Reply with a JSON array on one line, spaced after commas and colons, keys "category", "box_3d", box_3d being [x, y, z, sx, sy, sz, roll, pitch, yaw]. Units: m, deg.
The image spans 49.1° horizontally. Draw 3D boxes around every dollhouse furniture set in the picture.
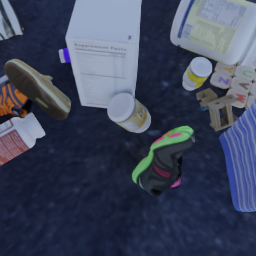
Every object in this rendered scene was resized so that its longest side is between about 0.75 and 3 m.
[{"category": "dollhouse furniture set", "box_3d": [2.515, -0.585, 7.845, 0.738, 0.742, 1.053, -21, 32, 0]}]

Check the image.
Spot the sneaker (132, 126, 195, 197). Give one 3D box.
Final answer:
[{"category": "sneaker", "box_3d": [0.924, 0.811, 6.310, 0.940, 2.450, 1.027, -31, 71, -32]}]

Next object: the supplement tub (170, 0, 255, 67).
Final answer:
[{"category": "supplement tub", "box_3d": [2.657, -2.909, 8.151, 2.431, 1.762, 1.762, 25, 68, 11]}]

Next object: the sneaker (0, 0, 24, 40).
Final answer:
[{"category": "sneaker", "box_3d": [-4.711, -3.963, 9.123, 1.649, 1.081, 2.866, -26, 71, -13]}]

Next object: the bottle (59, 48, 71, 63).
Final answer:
[{"category": "bottle", "box_3d": [-1.280, -2.359, 8.702, 1.660, 0.542, 0.693, -10, 66, -5]}]

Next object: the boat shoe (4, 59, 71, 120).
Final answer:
[{"category": "boat shoe", "box_3d": [-2.329, -1.115, 7.477, 0.741, 2.069, 0.788, -10, 47, 31]}]

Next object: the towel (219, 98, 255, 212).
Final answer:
[{"category": "towel", "box_3d": [2.557, 0.724, 5.999, 0.337, 2.827, 2.047, -5, 72, 4]}]

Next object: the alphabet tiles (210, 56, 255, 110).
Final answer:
[{"category": "alphabet tiles", "box_3d": [3.799, -1.541, 8.476, 2.336, 0.174, 2.388, 21, 65, 11]}]

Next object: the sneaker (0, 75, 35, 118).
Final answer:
[{"category": "sneaker", "box_3d": [-3.518, -0.541, 7.725, 1.225, 0.848, 2.187, 37, 71, 17]}]

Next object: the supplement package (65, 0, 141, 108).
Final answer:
[{"category": "supplement package", "box_3d": [-0.518, -1.817, 7.232, 1.537, 2.702, 1.480, 6, 63, 1]}]

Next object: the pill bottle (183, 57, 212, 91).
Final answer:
[{"category": "pill bottle", "box_3d": [1.896, -1.476, 7.889, 0.596, 1.063, 0.596, 2, 72, -5]}]

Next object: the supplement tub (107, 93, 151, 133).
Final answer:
[{"category": "supplement tub", "box_3d": [0.058, -0.365, 7.410, 0.794, 1.100, 0.794, -14, 63, 29]}]

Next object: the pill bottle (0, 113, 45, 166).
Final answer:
[{"category": "pill bottle", "box_3d": [-3.053, 0.299, 7.307, 1.620, 0.909, 0.909, -31, 70, -13]}]
